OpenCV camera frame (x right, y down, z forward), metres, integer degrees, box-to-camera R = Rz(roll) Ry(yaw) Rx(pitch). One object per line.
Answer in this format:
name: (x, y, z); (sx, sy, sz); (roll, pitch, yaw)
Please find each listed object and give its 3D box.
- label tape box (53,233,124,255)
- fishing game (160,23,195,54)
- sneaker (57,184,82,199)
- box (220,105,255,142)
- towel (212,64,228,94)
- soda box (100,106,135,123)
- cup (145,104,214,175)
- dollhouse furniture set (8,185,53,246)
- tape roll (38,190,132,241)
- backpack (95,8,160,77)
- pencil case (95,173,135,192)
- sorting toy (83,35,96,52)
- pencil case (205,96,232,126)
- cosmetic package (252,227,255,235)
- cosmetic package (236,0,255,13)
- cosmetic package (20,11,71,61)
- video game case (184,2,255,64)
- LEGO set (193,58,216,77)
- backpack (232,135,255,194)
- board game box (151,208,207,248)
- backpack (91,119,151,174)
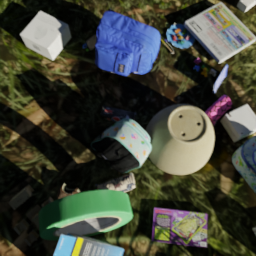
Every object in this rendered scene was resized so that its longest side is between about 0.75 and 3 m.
label tape box: (-1.553, 4.257, 8.238); (0.886, 2.800, 2.019); (2, 64, 42)
fishing game: (2.379, -4.172, 12.555); (1.858, 0.289, 1.331); (-30, 75, -11)
sneaker: (-1.768, 2.490, 9.909); (1.580, 0.557, 0.597); (17, 102, 7)
box: (4.371, -0.171, 10.887); (1.051, 0.687, 1.045); (-25, 72, -9)
towel: (3.794, -2.002, 11.504); (0.129, 0.781, 1.079); (28, 73, 22)
soda box: (-0.398, -0.470, 11.137); (1.345, 0.426, 0.476); (13, 71, 5)
cup: (1.960, 0.188, 10.111); (2.687, 1.922, 2.687); (0, 70, 0)
dollhouse furniture set: (-3.299, 2.921, 9.821); (1.435, 1.087, 1.637); (-39, 97, -13)
tape roll: (-1.289, 2.749, 8.643); (2.809, 2.809, 0.675); (-12, 61, -4)
backpack: (-0.055, -3.128, 11.297); (2.435, 1.978, 2.043); (17, 69, 1)
pencil case: (-0.425, 2.093, 10.125); (1.461, 0.568, 0.653); (-18, 38, -8)
sorting toy: (-1.527, -3.748, 12.339); (1.047, 0.143, 0.590); (-33, 60, 13)
pencil case: (3.580, -0.696, 11.147); (1.326, 0.602, 0.621); (-42, 76, -16)
cosmetic package: (4.900, 3.950, 9.349); (0.590, 0.820, 1.453); (-23, 70, -9)
cosmetic package: (5.634, -5.899, 13.100); (0.959, 0.407, 0.516); (-40, 77, -15)
cosmetic package: (-3.530, -3.986, 12.141); (1.466, 0.904, 1.471); (29, 73, 10)
video game case: (4.092, -4.284, 12.505); (2.238, 0.271, 2.458); (-32, 75, -14)
LEGO set: (3.202, -2.530, 11.862); (1.106, 0.454, 0.422); (39, 75, 13)
backpack: (4.911, 1.223, 9.947); (1.799, 1.445, 1.966); (-27, 64, -23)
board game box: (1.790, 3.476, 9.786); (1.886, 0.305, 1.132); (6, 73, 4)
backpack: (-0.114, 0.586, 9.739); (1.748, 1.989, 1.525); (47, 68, -7)
